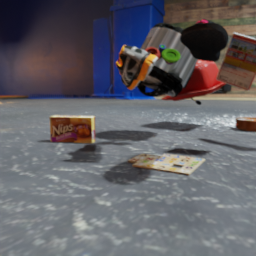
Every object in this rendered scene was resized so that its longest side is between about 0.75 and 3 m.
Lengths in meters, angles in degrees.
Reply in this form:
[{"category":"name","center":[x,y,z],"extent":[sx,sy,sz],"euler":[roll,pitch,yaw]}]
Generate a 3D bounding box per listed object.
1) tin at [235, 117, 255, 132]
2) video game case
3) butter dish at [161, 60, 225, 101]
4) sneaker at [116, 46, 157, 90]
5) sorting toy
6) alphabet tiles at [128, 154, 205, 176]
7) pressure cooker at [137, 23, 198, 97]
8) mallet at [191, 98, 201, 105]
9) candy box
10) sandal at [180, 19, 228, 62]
[{"category":"tin","center":[6.651,-0.164,13.362],"extent":[2.922,0.612,1.636],"euler":[2,5,10]},{"category":"video game case","center":[3.468,-2.006,8.600],"extent":[1.086,1.519,0.133],"euler":[27,34,23]},{"category":"butter dish","center":[3.310,-2.716,14.375],"extent":[2.925,2.168,2.933],"euler":[-7,12,40]},{"category":"sneaker","center":[0.094,-1.887,8.549],"extent":[0.990,1.003,2.563],"euler":[28,-8,-8]},{"category":"sorting toy","center":[1.160,-2.495,9.959],"extent":[1.313,0.789,0.539],"euler":[9,-35,1]},{"category":"alphabet tiles","center":[1.013,0.932,7.717],"extent":[1.845,0.070,1.542],"euler":[5,10,29]},{"category":"pressure cooker","center":[1.414,-2.559,11.658],"extent":[2.471,2.766,2.433],"euler":[28,-2,14]},{"category":"mallet","center":[3.629,-1.578,15.630],"extent":[0.329,0.206,1.000],"euler":[14,20,-49]},{"category":"candy box","center":[-2.088,0.045,10.527],"extent":[1.664,0.971,0.470],"euler":[2,9,9]},{"category":"sandal","center":[1.907,-2.200,6.894],"extent":[1.048,0.629,2.790],"euler":[16,7,14]}]
